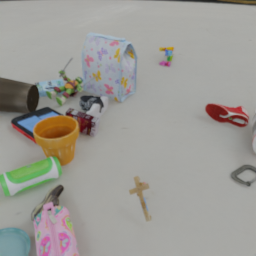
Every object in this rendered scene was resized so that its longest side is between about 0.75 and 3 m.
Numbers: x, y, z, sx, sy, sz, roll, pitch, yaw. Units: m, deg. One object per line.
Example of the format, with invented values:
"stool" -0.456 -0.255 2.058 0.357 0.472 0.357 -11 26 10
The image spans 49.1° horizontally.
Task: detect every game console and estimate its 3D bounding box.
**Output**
"game console" -3.447 -0.182 11.464 2.223 0.345 1.966 27 42 33

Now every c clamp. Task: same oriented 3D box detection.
"c clamp" 3.990 1.544 9.018 1.221 0.165 1.043 -18 37 -25

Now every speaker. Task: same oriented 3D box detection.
"speaker" -2.976 1.469 8.614 1.740 0.770 0.770 -19 38 -26

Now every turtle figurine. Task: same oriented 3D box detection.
"turtle figurine" -2.846 -2.111 13.157 1.931 1.433 1.991 -49 14 -29

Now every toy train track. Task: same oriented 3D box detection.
"toy train track" 0.419 1.921 7.656 0.199 0.702 1.224 5 64 -51

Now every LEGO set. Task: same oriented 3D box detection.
"LEGO set" 2.367 -4.690 17.813 0.912 0.848 2.222 8 33 12

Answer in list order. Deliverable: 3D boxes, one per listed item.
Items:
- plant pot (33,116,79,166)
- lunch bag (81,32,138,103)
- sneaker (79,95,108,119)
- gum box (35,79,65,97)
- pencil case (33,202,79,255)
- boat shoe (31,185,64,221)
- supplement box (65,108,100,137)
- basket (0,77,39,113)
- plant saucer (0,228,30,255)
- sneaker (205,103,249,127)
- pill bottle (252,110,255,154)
"plant pot" -2.359 0.513 9.515 1.452 1.329 1.452 -1 33 0
"lunch bag" -0.851 -2.988 13.430 2.400 2.830 1.799 18 38 26
"sneaker" -1.683 -0.850 12.138 1.148 0.761 2.017 9 29 15
"gum box" -3.978 -2.043 14.287 1.414 0.315 1.201 -11 35 -16
"pencil case" -1.619 2.817 6.385 0.993 0.993 2.271 -11 36 -16
"boat shoe" -2.170 2.166 7.895 0.471 0.478 1.284 23 47 14
"supplement box" -1.800 -0.207 10.936 1.311 0.714 0.399 20 36 7
"basket" -5.255 -1.415 12.334 2.260 1.537 2.038 8 27 6
"plant saucer" -3.039 3.027 6.772 1.339 0.183 1.339 0 33 0
"sneaker" 4.273 -0.653 12.023 1.829 0.717 1.057 28 33 17
"pill bottle" 5.282 0.016 10.217 1.377 1.377 2.418 12 36 17
